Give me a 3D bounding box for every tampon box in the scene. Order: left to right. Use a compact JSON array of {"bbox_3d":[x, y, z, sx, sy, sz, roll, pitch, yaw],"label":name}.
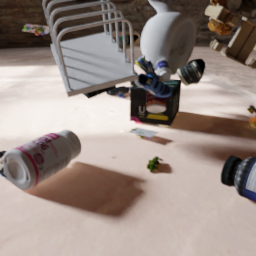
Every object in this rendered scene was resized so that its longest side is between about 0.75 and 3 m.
[{"bbox_3d":[-1.396,-2.045,9.829,1.105,1.312,1.751,-25,39,-23],"label":"tampon box"},{"bbox_3d":[1.213,-1.172,11.902,1.724,1.452,2.300,7,22,18],"label":"tampon box"}]

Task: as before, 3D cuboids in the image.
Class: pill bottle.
[{"bbox_3d":[-2.193,0.751,7.455,1.079,1.079,1.904,12,24,28],"label":"pill bottle"},{"bbox_3d":[0.922,-1.134,9.312,0.652,1.142,0.652,0,-18,0],"label":"pill bottle"},{"bbox_3d":[1.385,-2.233,10.973,0.518,0.518,0.895,-2,45,-6],"label":"pill bottle"},{"bbox_3d":[3.081,1.241,6.324,1.772,0.991,0.991,18,28,40],"label":"pill bottle"}]

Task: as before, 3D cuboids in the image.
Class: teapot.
[{"bbox_3d":[1.504,-3.781,12.330,2.123,2.906,2.869,25,-2,30],"label":"teapot"}]

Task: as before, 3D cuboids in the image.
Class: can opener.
[{"bbox_3d":[-0.226,-2.371,15.979,2.263,0.757,0.604,-16,26,-35],"label":"can opener"}]

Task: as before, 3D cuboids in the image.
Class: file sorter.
[{"bbox_3d":[-0.910,-2.015,6.165,1.550,1.391,2.234,-16,44,-12],"label":"file sorter"}]

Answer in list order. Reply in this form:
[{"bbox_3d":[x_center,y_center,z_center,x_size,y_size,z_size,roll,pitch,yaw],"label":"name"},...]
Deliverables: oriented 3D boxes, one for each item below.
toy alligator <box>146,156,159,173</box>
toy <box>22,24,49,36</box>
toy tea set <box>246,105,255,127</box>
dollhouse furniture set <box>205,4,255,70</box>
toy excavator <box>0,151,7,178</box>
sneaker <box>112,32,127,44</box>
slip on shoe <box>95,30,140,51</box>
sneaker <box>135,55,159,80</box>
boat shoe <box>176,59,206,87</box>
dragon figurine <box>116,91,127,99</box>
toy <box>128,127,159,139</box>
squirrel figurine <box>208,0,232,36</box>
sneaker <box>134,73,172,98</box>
[{"bbox_3d":[0.747,0.969,8.080,0.317,0.230,0.956,6,22,14],"label":"toy alligator"},{"bbox_3d":[-3.833,-4.081,11.825,1.095,0.259,0.631,-3,-7,-37],"label":"toy"},{"bbox_3d":[5.271,-0.378,11.261,1.451,0.537,0.863,9,49,-30],"label":"toy tea set"},{"bbox_3d":[2.542,-2.119,6.609,1.783,0.924,0.789,18,23,-19],"label":"dollhouse furniture set"},{"bbox_3d":[-3.009,0.963,7.747,0.537,1.075,1.045,15,70,32],"label":"toy excavator"},{"bbox_3d":[-0.555,-3.069,10.006,1.125,0.450,0.402,-23,39,-12],"label":"sneaker"},{"bbox_3d":[-0.803,-4.033,13.351,2.875,1.093,0.871,-9,15,-5],"label":"slip on shoe"},{"bbox_3d":[0.673,-1.875,8.768,0.386,0.939,0.347,-49,16,-1],"label":"sneaker"},{"bbox_3d":[2.829,-2.373,11.513,0.936,0.995,2.770,-35,1,29],"label":"boat shoe"},{"bbox_3d":[-0.414,-1.720,15.010,0.245,0.414,0.833,-22,11,-41],"label":"dragon figurine"},{"bbox_3d":[0.530,0.225,10.007,0.993,0.235,0.572,16,29,35],"label":"toy"},{"bbox_3d":[3.019,-3.654,9.012,0.855,1.128,1.208,-5,47,16],"label":"squirrel figurine"},{"bbox_3d":[0.767,-1.314,8.677,1.284,0.475,0.528,23,-4,3],"label":"sneaker"}]
